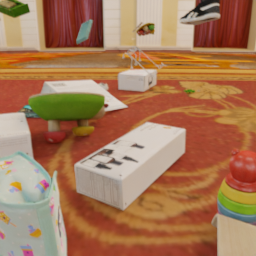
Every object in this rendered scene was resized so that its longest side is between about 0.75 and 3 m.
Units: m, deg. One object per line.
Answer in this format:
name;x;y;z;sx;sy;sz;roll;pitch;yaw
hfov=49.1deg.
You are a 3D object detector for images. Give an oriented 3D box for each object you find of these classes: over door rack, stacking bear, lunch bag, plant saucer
over door rack;0.531;-2.410;10.411;1.390;0.463;1.027;33;38;1
stacking bear;1.815;0.992;4.421;0.761;1.339;0.813;-15;24;-38
lunch bag;-1.390;1.200;3.815;1.557;1.327;0.950;17;28;41
plant saucer;-1.665;-3.688;10.648;0.501;0.136;1.433;-20;41;22

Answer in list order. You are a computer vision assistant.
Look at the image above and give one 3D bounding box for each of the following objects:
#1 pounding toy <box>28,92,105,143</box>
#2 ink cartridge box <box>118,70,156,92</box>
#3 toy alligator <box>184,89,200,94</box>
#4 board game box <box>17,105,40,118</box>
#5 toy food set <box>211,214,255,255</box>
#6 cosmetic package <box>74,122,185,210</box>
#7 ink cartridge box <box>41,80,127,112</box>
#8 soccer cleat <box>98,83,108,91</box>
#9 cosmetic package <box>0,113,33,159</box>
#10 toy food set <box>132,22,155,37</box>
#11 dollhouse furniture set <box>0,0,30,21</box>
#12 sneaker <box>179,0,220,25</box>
pounding toy;-1.775;-0.249;8.642;2.216;1.332;2.871;-3;-1;-1
ink cartridge box;0.559;-2.796;16.206;1.632;0.947;2.211;8;22;22
toy alligator;3.340;-1.905;14.753;0.829;0.246;0.225;1;-22;2
board game box;-3.297;-0.673;11.041;1.777;0.250;1.202;-1;18;-3
toy food set;1.640;1.851;3.375;1.271;0.535;1.772;17;23;11
cosmetic package;0.209;0.650;6.266;1.162;0.713;2.816;13;25;30
ink cartridge box;-1.714;-1.131;11.523;2.391;0.600;2.755;39;29;23
soccer cleat;-1.550;-2.302;15.554;1.130;0.438;0.392;14;23;36
cosmetic package;-3.236;0.225;7.614;1.053;0.767;2.071;-9;19;-23
toy food set;0.683;-3.650;10.630;0.649;0.360;1.102;-32;-7;39
dollhouse furniture set;-3.622;-3.329;7.105;1.800;1.179;0.904;-36;51;-29
sneaker;1.342;-2.225;5.211;0.328;0.501;0.896;-3;11;-36
